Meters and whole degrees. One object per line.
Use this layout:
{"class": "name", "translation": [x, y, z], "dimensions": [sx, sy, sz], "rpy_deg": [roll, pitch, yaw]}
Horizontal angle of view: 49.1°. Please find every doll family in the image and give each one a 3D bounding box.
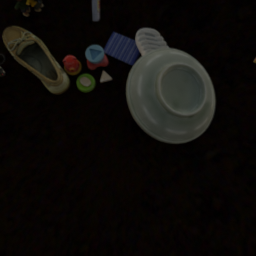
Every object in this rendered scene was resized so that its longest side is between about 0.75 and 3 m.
{"class": "doll family", "translation": [-2.940, -4.426, 8.908], "dimensions": [0.714, 1.052, 1.819], "rpy_deg": [19, 78, 4]}

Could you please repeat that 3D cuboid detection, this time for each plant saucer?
{"class": "plant saucer", "translation": [1.383, -1.000, 7.918], "dimensions": [2.864, 0.719, 2.864], "rpy_deg": [3, 80, -17]}

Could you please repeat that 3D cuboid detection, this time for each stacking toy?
{"class": "stacking toy", "translation": [-1.227, -1.853, 8.597], "dimensions": [1.375, 0.581, 1.244], "rpy_deg": [-26, 79, -5]}

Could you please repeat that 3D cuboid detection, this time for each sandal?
{"class": "sandal", "translation": [0.931, -1.772, 8.564], "dimensions": [1.201, 0.725, 2.951], "rpy_deg": [-3, 65, -16]}

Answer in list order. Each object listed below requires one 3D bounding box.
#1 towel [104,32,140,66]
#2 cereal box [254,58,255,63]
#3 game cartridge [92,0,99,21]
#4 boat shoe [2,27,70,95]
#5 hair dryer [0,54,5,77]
{"class": "towel", "translation": [-0.150, -2.535, 8.997], "dimensions": [1.117, 0.133, 0.808], "rpy_deg": [25, 81, 7]}
{"class": "cereal box", "translation": [4.750, -2.414, 8.872], "dimensions": [0.973, 0.267, 1.352], "rpy_deg": [32, 80, 6]}
{"class": "game cartridge", "translation": [-1.010, -3.849, 8.752], "dimensions": [0.200, 0.650, 0.976], "rpy_deg": [3, 111, 4]}
{"class": "boat shoe", "translation": [-2.876, -2.196, 8.518], "dimensions": [1.008, 0.869, 2.763], "rpy_deg": [-39, 81, -8]}
{"class": "hair dryer", "translation": [-4.450, -1.500, 8.540], "dimensions": [1.716, 0.466, 1.307], "rpy_deg": [-29, 42, -2]}
